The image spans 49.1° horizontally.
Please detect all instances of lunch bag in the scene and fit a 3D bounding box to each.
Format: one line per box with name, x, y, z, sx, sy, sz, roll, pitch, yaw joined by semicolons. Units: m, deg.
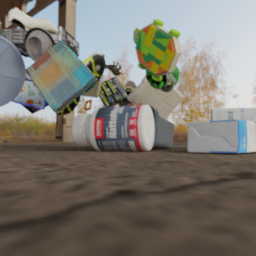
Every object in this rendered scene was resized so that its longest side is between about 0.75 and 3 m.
lunch bag;-4.649;-1.836;11.823;2.264;1.402;1.925;10;16;-31

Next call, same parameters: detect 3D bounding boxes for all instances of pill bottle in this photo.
pill bottle;-0.519;0.046;9.859;2.650;1.584;1.584;-2;-3;18

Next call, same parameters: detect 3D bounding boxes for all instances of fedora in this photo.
fedora;-2.553;-2.253;7.906;0.941;1.064;0.481;20;37;-5

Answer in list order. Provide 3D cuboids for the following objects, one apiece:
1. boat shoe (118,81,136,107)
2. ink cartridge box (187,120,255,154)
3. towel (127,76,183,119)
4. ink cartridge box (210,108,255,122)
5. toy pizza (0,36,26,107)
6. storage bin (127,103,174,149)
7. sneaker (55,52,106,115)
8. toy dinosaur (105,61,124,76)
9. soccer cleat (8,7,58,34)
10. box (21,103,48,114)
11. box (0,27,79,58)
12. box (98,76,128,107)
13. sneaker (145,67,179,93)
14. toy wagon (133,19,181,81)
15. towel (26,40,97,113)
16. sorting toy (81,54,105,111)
boat shoe;0.024;-1.461;13.665;1.016;2.828;0.842;6;-43;4
ink cartridge box;3.348;0.307;8.990;1.637;0.957;2.822;-2;-3;44
towel;1.282;-1.379;12.691;2.648;1.755;0.457;33;11;-43
ink cartridge box;4.607;0.062;11.520;2.299;1.675;0.952;0;-5;13
toy pizza;-4.095;-1.627;8.005;2.209;2.209;0.350;2;15;-33
storage bin;0.556;0.077;11.888;2.756;2.005;1.851;-2;-14;42
sneaker;-1.627;-1.437;8.421;2.348;0.897;0.885;-43;-29;22
toy dinosaur;-0.586;-2.709;13.107;1.220;0.624;0.470;41;29;18
soccer cleat;-2.953;-3.172;8.707;1.491;0.578;0.517;16;-23;-25
box;-4.436;-2.283;14.567;2.625;1.950;1.632;-23;-47;23
box;-3.329;-3.262;10.833;2.436;0.606;1.921;1;0;8
box;-0.739;-1.539;12.216;1.130;1.170;0.278;-28;-13;-15
sneaker;1.060;-1.801;9.738;1.070;1.168;2.743;14;-8;21
toy wagon;0.584;-1.997;6.939;0.324;1.271;1.638;-17;50;-41
towel;-1.793;-1.374;7.241;1.359;1.853;0.201;-40;-28;-1
sorting toy;-1.358;-1.793;11.171;0.321;2.358;1.328;14;-1;-39
